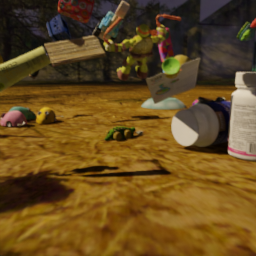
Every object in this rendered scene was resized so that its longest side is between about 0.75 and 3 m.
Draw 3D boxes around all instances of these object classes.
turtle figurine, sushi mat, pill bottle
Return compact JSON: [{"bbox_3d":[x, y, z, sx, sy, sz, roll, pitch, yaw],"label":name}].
[{"bbox_3d":[0.405,-2.201,7.896,2.402,1.937,0.774,-23,63,-23],"label":"turtle figurine"},{"bbox_3d":[-2.115,-3.148,11.326,2.300,1.101,0.139,-19,-20,-24],"label":"sushi mat"},{"bbox_3d":[2.953,-0.299,6.537,1.108,1.955,1.108,0,11,0],"label":"pill bottle"},{"bbox_3d":[2.227,-0.107,7.653,2.017,1.167,1.167,-8,14,-35],"label":"pill bottle"}]

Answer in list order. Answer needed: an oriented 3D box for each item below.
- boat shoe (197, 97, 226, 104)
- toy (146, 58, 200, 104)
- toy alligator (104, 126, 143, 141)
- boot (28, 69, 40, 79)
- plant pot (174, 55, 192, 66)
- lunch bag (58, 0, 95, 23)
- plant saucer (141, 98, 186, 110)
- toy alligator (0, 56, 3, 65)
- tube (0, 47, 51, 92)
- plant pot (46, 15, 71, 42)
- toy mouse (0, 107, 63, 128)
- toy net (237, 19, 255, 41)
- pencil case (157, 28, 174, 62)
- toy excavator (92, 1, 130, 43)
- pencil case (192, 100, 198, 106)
[{"bbox_3d":[4.704,-1.192,14.244,2.338,0.790,0.840,4,10,13],"label":"boat shoe"},{"bbox_3d":[1.141,-1.323,7.429,1.313,0.538,2.281,-21,-9,6],"label":"toy"},{"bbox_3d":[-0.122,0.108,8.604,1.540,0.370,0.510,-11,16,-43],"label":"toy alligator"},{"bbox_3d":[-4.102,-2.547,12.403,0.337,0.602,0.871,30,17,-18],"label":"boot"},{"bbox_3d":[2.281,-2.613,12.006,0.837,0.594,0.837,19,-18,6],"label":"plant pot"},{"bbox_3d":[-1.745,-4.223,9.537,1.129,0.995,0.463,16,-8,-16],"label":"lunch bag"},{"bbox_3d":[2.072,-1.473,16.378,2.633,0.507,2.633,-1,12,0],"label":"plant saucer"},{"bbox_3d":[-2.606,-0.869,5.350,0.459,1.385,0.333,-7,-7,6],"label":"toy alligator"},{"bbox_3d":[-2.023,-1.027,5.040,1.272,0.369,0.330,-28,-19,-6],"label":"tube"},{"bbox_3d":[-2.931,-4.098,11.772,0.729,0.811,0.811,-19,-9,8],"label":"plant pot"},{"bbox_3d":[-4.275,-0.485,11.096,2.611,0.569,2.938,1,11,4],"label":"toy mouse"},{"bbox_3d":[3.968,-3.430,8.260,0.376,1.948,1.022,44,26,19],"label":"toy net"},{"bbox_3d":[1.740,-3.931,13.395,0.727,1.646,0.727,-16,25,8],"label":"pencil case"},{"bbox_3d":[-0.412,-2.972,7.780,0.652,1.306,1.270,28,30,-16],"label":"toy excavator"},{"bbox_3d":[4.000,-1.327,15.525,0.562,0.562,1.273,7,13,31],"label":"pencil case"}]
